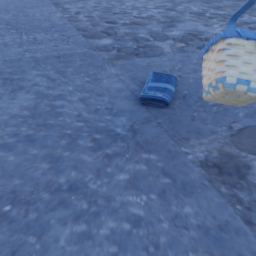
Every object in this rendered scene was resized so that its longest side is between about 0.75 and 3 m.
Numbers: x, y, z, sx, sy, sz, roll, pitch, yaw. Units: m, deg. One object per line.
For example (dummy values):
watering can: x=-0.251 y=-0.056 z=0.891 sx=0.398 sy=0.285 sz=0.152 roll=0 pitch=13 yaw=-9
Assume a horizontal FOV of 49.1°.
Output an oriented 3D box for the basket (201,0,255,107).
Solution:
basket: x=3.055 y=-2.067 z=7.513 sx=1.965 sy=2.825 sz=2.491 roll=7 pitch=-2 yaw=-1

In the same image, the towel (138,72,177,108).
towel: x=1.310 y=-1.633 z=11.627 sx=1.307 sy=0.568 sz=2.341 roll=9 pitch=35 yaw=12
